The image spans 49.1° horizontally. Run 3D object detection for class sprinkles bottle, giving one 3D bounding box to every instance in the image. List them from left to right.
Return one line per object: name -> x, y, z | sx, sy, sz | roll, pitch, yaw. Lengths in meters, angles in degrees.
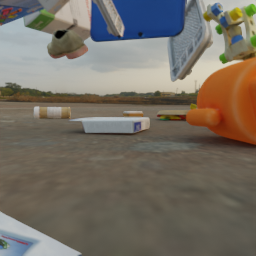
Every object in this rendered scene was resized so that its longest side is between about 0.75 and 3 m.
sprinkles bottle -> -3.299, -0.666, 12.237 | 1.513, 0.516, 0.516 | -1, 5, -9

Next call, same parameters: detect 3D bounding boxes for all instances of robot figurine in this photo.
robot figurine -> 2.079, -0.453, 4.821 | 1.408, 1.737, 2.414 | 35, 0, -8

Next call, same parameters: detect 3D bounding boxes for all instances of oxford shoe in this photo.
oxford shoe -> -1.699, -2.252, 7.321 | 0.672, 0.701, 1.900 | -43, 34, -23

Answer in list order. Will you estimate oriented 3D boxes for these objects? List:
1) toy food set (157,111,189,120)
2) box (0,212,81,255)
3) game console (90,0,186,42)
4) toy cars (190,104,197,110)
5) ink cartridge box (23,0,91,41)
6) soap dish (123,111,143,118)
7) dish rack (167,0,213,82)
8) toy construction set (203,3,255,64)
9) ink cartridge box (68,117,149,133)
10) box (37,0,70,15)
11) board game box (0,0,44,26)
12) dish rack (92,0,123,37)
toy food set -> 1.915, -0.524, 11.484 | 1.505, 0.370, 1.521 | 1, 5, 11
box -> -0.748, 0.484, 0.962 | 1.002, 0.189, 0.685 | 4, 6, 40
game console -> 0.413, -3.305, 6.991 | 2.538, 1.502, 2.166 | 7, 39, 28
toy cars -> 2.751, -0.492, 10.403 | 0.977, 0.482, 2.179 | 26, 8, -1
ink cartridge box -> -2.094, -3.662, 8.570 | 0.880, 1.524, 2.087 | -19, -12, 38
soap dish -> 0.224, -0.575, 12.413 | 0.764, 0.310, 0.601 | -2, 5, -27
dish rack -> 2.308, -3.298, 10.489 | 0.614, 2.819, 2.419 | 12, -38, -16
toy construction set -> 3.449, -2.394, 7.421 | 2.957, 1.939, 1.362 | -13, -10, -24
ink cartridge box -> -0.389, -0.079, 6.688 | 1.531, 0.331, 1.503 | -1, 5, 18
box -> -0.898, -2.106, 2.938 | 1.058, 1.357, 0.279 | -38, 9, 12
board game box -> -2.486, -2.727, 6.124 | 1.669, 0.162, 0.859 | -23, -13, -5
dish rack -> -0.376, -2.075, 4.938 | 0.201, 0.925, 0.794 | -20, 31, 16
